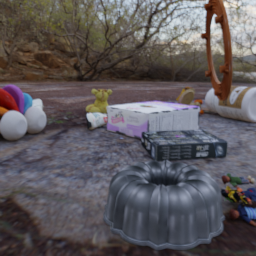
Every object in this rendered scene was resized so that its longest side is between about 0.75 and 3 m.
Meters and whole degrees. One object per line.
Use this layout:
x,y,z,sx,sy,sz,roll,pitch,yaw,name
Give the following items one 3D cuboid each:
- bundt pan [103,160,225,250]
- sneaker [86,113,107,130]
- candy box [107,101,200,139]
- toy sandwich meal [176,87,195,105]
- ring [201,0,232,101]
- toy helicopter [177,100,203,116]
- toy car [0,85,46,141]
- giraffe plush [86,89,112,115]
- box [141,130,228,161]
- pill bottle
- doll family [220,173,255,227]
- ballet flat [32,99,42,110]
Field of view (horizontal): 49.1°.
0.601,1.138,4.893,2.118,0.795,2.118,-1,12,0,bundt pan
-1.302,-0.355,12.035,0.842,0.634,1.801,-6,10,0,sneaker
0.986,-0.375,11.202,2.887,1.033,2.422,-9,15,-39,candy box
2.493,-1.350,12.171,0.959,0.959,0.328,-8,38,-33,toy sandwich meal
2.071,-1.877,6.769,0.239,2.496,2.496,-8,11,8,ring
3.035,-1.142,14.577,1.254,0.748,1.896,-13,-21,35,toy helicopter
-4.488,-0.644,10.460,2.198,1.884,2.512,4,13,21,toy car
-1.542,-1.488,15.517,1.451,1.364,1.682,-10,16,-38,giraffe plush
1.637,0.477,8.614,2.161,0.470,1.731,-2,13,-11,box
5.274,-1.268,13.940,1.607,1.607,2.810,-6,13,-27,pill bottle
2.059,1.266,5.082,0.709,0.481,1.227,4,15,-6,doll family
-4.725,-0.694,13.478,0.943,0.943,2.715,4,17,16,ballet flat
